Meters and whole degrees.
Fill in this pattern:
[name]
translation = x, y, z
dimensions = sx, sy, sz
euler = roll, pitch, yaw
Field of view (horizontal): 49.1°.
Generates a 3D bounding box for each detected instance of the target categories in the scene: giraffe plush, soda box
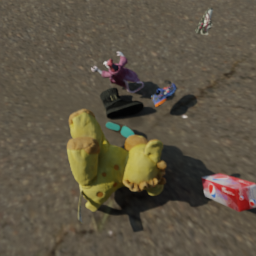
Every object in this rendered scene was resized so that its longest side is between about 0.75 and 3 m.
[giraffe plush]
translation = -0.210, 0.951, 7.743
dimensions = 2.392, 2.545, 2.950
euler = -8, 65, 0
[soda box]
translation = 2.678, 1.680, 7.523
dimensions = 0.642, 1.834, 0.581
euler = -10, 90, -11

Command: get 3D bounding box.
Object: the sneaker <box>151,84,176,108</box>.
[sneaker]
translation = 1.288, -1.267, 10.050
dimensions = 0.477, 0.458, 1.216
euler = 50, 59, -7

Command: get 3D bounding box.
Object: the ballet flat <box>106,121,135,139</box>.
[ballet flat]
translation = -0.225, 0.034, 9.640
dimensions = 1.133, 0.388, 0.385
euler = 27, 104, 7

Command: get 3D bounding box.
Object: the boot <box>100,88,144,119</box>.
[boot]
translation = -0.253, -1.005, 10.339
dimensions = 1.478, 0.556, 1.105
euler = -11, 56, -7

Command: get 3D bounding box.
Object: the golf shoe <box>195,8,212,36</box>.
[golf shoe]
translation = 2.618, -3.511, 9.319
dimensions = 0.432, 0.379, 0.981
euler = 28, 84, 3

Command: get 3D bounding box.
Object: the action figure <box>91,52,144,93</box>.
[action figure]
translation = -0.389, -1.881, 9.980
dimensions = 1.218, 1.818, 1.354
euler = -37, 76, 8
